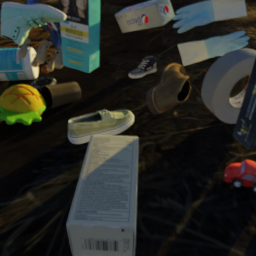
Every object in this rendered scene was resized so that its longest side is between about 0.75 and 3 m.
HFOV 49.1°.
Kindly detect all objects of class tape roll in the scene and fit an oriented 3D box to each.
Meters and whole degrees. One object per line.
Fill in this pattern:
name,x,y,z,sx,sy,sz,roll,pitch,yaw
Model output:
tape roll,3.945,-1.440,9.911,2.578,2.578,0.852,-9,35,-14

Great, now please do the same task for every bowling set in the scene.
bowling set,-3.244,-2.740,10.752,1.777,1.236,0.954,16,75,-12

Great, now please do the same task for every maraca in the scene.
maraca,-3.830,-0.754,10.049,1.664,1.299,2.428,0,31,-15

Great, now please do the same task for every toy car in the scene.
toy car,4.428,1.317,7.568,2.655,0.629,2.821,-24,41,-31

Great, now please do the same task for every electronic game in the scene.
electronic game,-3.911,-2.075,12.980,1.127,0.234,1.127,1,37,-1

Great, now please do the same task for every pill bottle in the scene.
pill bottle,-5.743,-2.978,13.203,2.688,1.489,1.489,-3,34,-6

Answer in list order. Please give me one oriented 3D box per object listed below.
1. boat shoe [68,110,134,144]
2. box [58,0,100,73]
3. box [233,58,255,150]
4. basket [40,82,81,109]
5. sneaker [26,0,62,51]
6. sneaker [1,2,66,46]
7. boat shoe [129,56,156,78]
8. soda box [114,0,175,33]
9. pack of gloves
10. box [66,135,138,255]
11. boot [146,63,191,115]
boat shoe,-0.873,-0.190,9.670,2.550,0.791,0.918,-22,40,-29
box,-1.620,-3.388,9.430,1.171,2.845,0.699,19,39,18
box,3.923,-0.960,6.728,2.241,2.841,0.725,-12,38,-17
basket,-2.678,-1.363,11.322,1.360,0.925,1.226,-19,8,-34
sneaker,-2.796,-4.086,10.737,1.027,2.618,0.986,-32,17,19
sneaker,-1.818,-1.918,5.346,1.299,0.766,0.478,8,2,11
boat shoe,0.722,-3.067,13.948,1.736,0.805,0.648,-28,43,-35
soda box,0.608,-4.477,11.202,0.789,0.850,2.489,-43,32,-26
pack of gloves,2.772,-3.246,9.558,2.447,2.055,0.483,-7,30,27
box,-0.454,1.483,6.839,1.414,1.158,2.979,2,34,3
boot,1.305,-1.125,7.373,0.902,0.880,2.390,-14,25,31
